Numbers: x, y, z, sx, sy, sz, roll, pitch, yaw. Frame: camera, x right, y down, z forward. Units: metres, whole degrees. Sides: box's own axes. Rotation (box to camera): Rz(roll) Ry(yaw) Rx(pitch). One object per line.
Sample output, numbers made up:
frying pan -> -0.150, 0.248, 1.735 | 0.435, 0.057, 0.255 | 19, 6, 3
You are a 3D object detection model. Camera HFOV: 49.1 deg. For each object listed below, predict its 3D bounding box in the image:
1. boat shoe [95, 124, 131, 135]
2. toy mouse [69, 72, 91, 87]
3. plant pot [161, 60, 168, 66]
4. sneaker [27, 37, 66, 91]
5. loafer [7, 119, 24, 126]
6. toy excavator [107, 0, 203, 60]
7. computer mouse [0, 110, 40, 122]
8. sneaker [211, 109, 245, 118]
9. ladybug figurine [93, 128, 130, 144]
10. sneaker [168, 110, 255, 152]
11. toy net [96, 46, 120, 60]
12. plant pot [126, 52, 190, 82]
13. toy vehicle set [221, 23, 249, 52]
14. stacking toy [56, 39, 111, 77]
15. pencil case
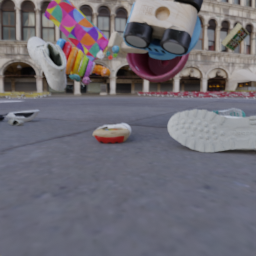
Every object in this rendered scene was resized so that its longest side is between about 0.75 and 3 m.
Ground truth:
boat shoe -> -0.500, 0.137, 8.921 | 1.327, 0.488, 0.434 | -7, 6, 42
toy mouse -> -2.402, -2.502, 14.151 | 1.546, 0.299, 1.374 | 15, 25, -35
plant pot -> 1.241, -3.555, 13.133 | 1.940, 1.940, 1.736 | -2, 20, -13
sneaker -> -2.663, -2.509, 9.312 | 0.844, 2.292, 1.325 | -26, -20, -27
loafer -> -4.874, -0.244, 12.020 | 0.829, 0.290, 0.289 | 4, 1, 23
toy excavator -> 0.553, -2.562, 7.947 | 2.841, 1.460, 2.922 | 15, -8, 12
computer mouse -> -5.361, -0.505, 13.358 | 2.246, 0.493, 1.232 | -7, 4, -7
sneaker -> 4.761, -0.623, 13.609 | 1.709, 0.663, 0.779 | 3, 5, 10
ladybug figurine -> -0.488, 0.232, 8.193 | 1.103, 0.397, 0.748 | -2, 8, -13
sneaker -> 2.457, 0.150, 7.347 | 2.808, 1.073, 1.130 | 7, -2, 17
toy net -> -0.625, -2.251, 8.646 | 0.826, 0.434, 0.160 | -9, -12, 36
plant pot -> 1.248, -2.829, 10.805 | 2.337, 2.337, 2.092 | 2, -1, 17
toy vehicle set -> 3.924, -3.270, 10.230 | 0.180, 0.843, 1.356 | 49, 28, 19
stacking toy -> -2.016, -2.812, 12.439 | 2.597, 1.425, 1.507 | 18, 13, -14
pencil case -> -1.724, -3.387, 9.653 | 2.414, 1.067, 1.067 | 44, 4, -7
